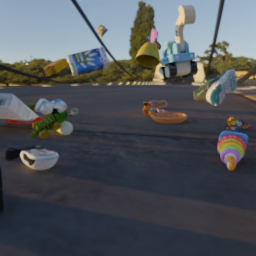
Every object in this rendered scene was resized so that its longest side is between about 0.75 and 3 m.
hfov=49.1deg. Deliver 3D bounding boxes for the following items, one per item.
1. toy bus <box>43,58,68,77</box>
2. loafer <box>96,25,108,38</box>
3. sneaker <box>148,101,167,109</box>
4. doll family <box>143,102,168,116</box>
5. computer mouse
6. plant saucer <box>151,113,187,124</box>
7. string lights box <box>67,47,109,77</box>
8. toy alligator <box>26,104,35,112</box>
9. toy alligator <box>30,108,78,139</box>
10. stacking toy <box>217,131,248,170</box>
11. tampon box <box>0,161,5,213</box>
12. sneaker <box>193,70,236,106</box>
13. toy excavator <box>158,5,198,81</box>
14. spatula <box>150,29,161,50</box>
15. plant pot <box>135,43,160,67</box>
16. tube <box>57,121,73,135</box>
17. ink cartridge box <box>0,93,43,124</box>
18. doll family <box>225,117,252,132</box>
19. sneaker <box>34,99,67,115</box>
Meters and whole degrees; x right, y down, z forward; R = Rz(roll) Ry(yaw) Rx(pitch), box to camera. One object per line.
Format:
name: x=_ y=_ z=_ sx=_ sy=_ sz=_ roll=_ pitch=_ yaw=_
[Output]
toy bus: x=-2.334 y=-1.961 z=9.051 sx=0.354 sy=0.294 sz=0.904 roll=-1 pitch=30 yaw=24
loafer: x=-1.124 y=-4.071 z=11.711 sx=0.399 sy=0.442 sz=1.167 roll=43 pitch=7 yaw=-17
sneaker: x=1.833 y=-1.557 z=18.887 sx=1.665 sy=0.594 sz=0.665 roll=-6 pitch=5 yaw=-40
doll family: x=1.398 y=-0.914 z=15.790 sx=1.592 sy=0.717 sz=0.988 roll=30 pitch=20 yaw=33
computer mouse: x=-2.529 y=0.831 z=7.560 sx=1.131 sy=0.452 sz=2.062 roll=-2 pitch=5 yaw=-35
plant saucer: x=2.061 y=-0.492 z=14.149 sx=1.783 sy=0.334 sz=1.783 roll=-1 pitch=11 yaw=0
string lights box: x=-1.824 y=-3.059 z=12.888 sx=1.727 sy=0.887 sz=0.509 roll=-18 pitch=-16 yaw=-11
toy alligator: x=-6.036 y=-0.811 z=15.074 sx=2.688 sy=0.646 sz=0.891 roll=-7 pitch=-10 yaw=28
toy alligator: x=-2.872 y=-0.308 z=10.803 sx=2.134 sy=0.513 sz=0.707 roll=-36 pitch=63 yaw=-22
stacking toy: x=2.805 y=0.735 z=7.635 sx=0.778 sy=0.823 sz=1.417 roll=9 pitch=28 yaw=18
tampon box: x=-2.964 y=0.998 z=5.201 sx=0.852 sy=1.011 sz=1.349 roll=-10 pitch=15 yaw=-39
sneaker: x=3.698 y=-1.795 z=11.888 sx=1.206 sy=1.026 sz=2.644 roll=9 pitch=30 yaw=43
toy excavator: x=2.000 y=-3.273 z=11.158 sx=1.255 sy=2.512 sz=2.442 roll=-10 pitch=7 yaw=-11
spatula: x=1.468 y=-4.596 z=14.890 sx=0.297 sy=0.817 sz=2.890 roll=7 pitch=30 yaw=-5
plant pot: x=0.998 y=-3.521 z=13.251 sx=1.161 sy=0.824 sz=1.161 roll=11 pitch=-15 yaw=3
tube: x=-2.962 y=-0.110 z=11.926 sx=0.609 sy=0.545 sz=2.101 roll=40 pitch=-13 yaw=-28
ink cartridge box: x=-5.138 y=-0.508 z=11.923 sx=2.413 sy=0.847 sz=2.969 roll=4 pitch=-26 yaw=16
doll family: x=4.770 y=-0.206 z=12.198 sx=1.221 sy=0.550 sz=0.758 roll=-5 pitch=13 yaw=-22
sneaker: x=-4.021 y=-0.950 z=15.552 sx=1.126 sy=0.974 sz=2.598 roll=33 pitch=15 yaw=12
